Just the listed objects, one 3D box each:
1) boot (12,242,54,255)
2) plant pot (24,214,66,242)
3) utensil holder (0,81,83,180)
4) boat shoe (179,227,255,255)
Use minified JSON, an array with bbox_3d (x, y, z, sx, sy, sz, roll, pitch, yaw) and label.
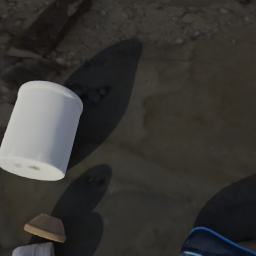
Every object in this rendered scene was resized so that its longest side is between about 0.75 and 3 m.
[{"bbox_3d":[-1.932,3.327,5.885,0.933,0.718,1.952,-11,42,-10],"label":"boot"},{"bbox_3d":[-1.857,2.269,6.481,0.960,0.960,0.443,15,70,8],"label":"plant pot"},{"bbox_3d":[-2.237,0.132,7.334,1.767,1.767,2.080,5,63,3],"label":"utensil holder"},{"bbox_3d":[2.303,3.087,5.660,0.949,1.163,2.764,-34,26,-32],"label":"boat shoe"}]
